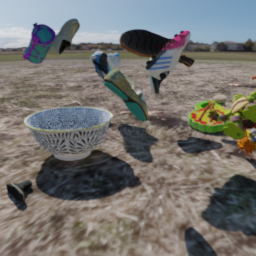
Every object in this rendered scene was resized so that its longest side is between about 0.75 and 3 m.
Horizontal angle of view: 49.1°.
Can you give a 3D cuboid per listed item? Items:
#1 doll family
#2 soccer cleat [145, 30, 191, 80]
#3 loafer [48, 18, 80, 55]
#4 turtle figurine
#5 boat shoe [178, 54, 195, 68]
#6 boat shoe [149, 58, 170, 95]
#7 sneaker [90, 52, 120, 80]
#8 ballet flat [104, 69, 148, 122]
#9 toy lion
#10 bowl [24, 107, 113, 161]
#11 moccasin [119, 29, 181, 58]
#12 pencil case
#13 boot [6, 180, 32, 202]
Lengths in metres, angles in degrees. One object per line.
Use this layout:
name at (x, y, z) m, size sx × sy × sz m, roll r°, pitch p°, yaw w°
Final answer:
doll family at (4.688, 0.621, 9.151) m, size 2.948 × 1.328 × 1.830 m, roll 31°, pitch 24°, yaw 26°
soccer cleat at (1.285, -2.137, 8.345) m, size 1.695 × 0.732 × 0.592 m, roll -39°, pitch 25°, yaw 27°
loafer at (-2.454, -3.533, 11.101) m, size 0.635 × 1.859 × 0.703 m, roll 32°, pitch -14°, yaw 15°
turtle figurine at (1.938, -0.275, 4.929) m, size 1.624 × 0.523 × 1.310 m, roll -31°, pitch 13°, yaw 28°
boat shoe at (2.543, -3.191, 12.953) m, size 1.150 × 0.404 × 0.405 m, roll 38°, pitch -5°, yaw 27°
boat shoe at (1.377, -2.496, 12.277) m, size 0.900 × 0.956 × 2.661 m, roll -2°, pitch 47°, yaw 15°
sneaker at (-0.920, -3.092, 12.971) m, size 1.117 × 1.291 × 2.979 m, roll 43°, pitch -3°, yaw 0°
ballet flat at (0.084, -0.804, 6.881) m, size 0.593 × 1.676 × 0.593 m, roll -28°, pitch 39°, yaw 25°
toy lion at (3.827, -0.587, 12.843) m, size 2.373 × 0.850 × 2.476 m, roll -10°, pitch 29°, yaw -7°
bowl at (-1.946, 0.258, 9.535) m, size 2.882 × 1.352 × 2.882 m, roll 0°, pitch 18°, yaw 0°
moccasin at (0.735, -2.898, 9.845) m, size 2.541 × 0.929 × 0.981 m, roll -10°, pitch 7°, yaw -37°
pencil case at (-2.180, -2.010, 6.803) m, size 0.590 × 0.543 × 1.276 m, roll -32°, pitch 6°, yaw -28°
boot at (-2.689, 1.568, 7.258) m, size 0.616 × 0.345 × 0.891 m, roll -10°, pitch 21°, yaw -42°
